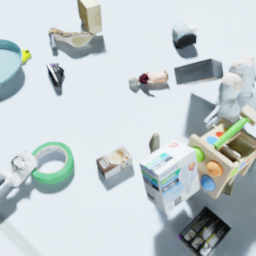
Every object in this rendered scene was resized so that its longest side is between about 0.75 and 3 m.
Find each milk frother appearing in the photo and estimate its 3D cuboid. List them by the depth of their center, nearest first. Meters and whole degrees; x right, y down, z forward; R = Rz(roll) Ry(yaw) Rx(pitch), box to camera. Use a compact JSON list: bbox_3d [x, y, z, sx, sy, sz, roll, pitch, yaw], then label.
[{"bbox_3d":[3.905,-1.019,9.451,1.690,1.590,1.525,21,57,16],"label":"milk frother"}]

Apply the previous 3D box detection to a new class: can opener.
[{"bbox_3d":[-3.563,1.689,7.997,0.636,0.802,2.415,38,63,-2],"label":"can opener"}]

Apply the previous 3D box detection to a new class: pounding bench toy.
[{"bbox_3d":[2.476,0.526,7.400,1.660,2.128,1.322,-26,52,-33],"label":"pounding bench toy"}]

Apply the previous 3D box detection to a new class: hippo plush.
[{"bbox_3d":[3.420,-0.743,7.630,1.810,1.793,2.251,29,89,22],"label":"hippo plush"}]

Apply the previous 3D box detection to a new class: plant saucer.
[{"bbox_3d":[-5.630,-2.483,11.235,2.921,0.400,2.921,-2,56,3],"label":"plant saucer"}]

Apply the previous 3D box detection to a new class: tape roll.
[{"bbox_3d":[-2.361,1.052,8.647,1.356,0.326,1.356,0,52,-1],"label":"tape roll"}]

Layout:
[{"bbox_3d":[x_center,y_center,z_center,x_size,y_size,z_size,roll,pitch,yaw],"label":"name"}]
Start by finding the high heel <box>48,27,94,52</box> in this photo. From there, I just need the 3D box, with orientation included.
[{"bbox_3d":[-2.591,-4.248,12.510,2.016,0.720,1.437,-16,60,-1],"label":"high heel"}]

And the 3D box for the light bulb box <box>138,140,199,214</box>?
[{"bbox_3d":[1.058,1.205,7.036,1.245,1.256,0.784,-29,32,-26],"label":"light bulb box"}]

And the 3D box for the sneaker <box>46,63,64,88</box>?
[{"bbox_3d":[-2.767,-2.156,11.064,0.604,0.523,1.380,-18,54,-20],"label":"sneaker"}]

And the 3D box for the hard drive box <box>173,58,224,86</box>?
[{"bbox_3d":[2.484,-1.896,9.688,1.296,0.639,1.663,-8,4,31],"label":"hard drive box"}]

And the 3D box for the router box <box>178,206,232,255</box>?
[{"bbox_3d":[2.000,2.752,7.331,1.151,0.294,0.858,-36,60,-25],"label":"router box"}]

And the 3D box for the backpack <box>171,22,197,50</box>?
[{"bbox_3d":[2.409,-4.127,12.432,0.998,0.757,1.196,-16,52,-10],"label":"backpack"}]

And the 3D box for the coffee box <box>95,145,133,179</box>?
[{"bbox_3d":[-0.424,1.041,8.607,1.000,0.399,0.572,-28,57,-20],"label":"coffee box"}]

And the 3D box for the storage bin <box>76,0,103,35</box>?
[{"bbox_3d":[-1.781,-5.257,12.895,0.664,1.406,1.416,-22,55,-16],"label":"storage bin"}]

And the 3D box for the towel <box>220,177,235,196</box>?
[{"bbox_3d":[2.473,1.237,8.471,1.481,0.266,1.538,21,45,11],"label":"towel"}]

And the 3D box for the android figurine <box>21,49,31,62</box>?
[{"bbox_3d":[-4.700,-3.080,11.961,1.043,0.214,0.950,-21,55,-18],"label":"android figurine"}]

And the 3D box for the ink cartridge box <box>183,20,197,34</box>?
[{"bbox_3d":[2.738,-4.679,13.138,0.558,0.315,0.762,-28,57,-20],"label":"ink cartridge box"}]

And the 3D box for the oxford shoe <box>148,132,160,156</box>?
[{"bbox_3d":[0.784,0.604,7.588,0.364,1.030,0.380,-21,36,-30],"label":"oxford shoe"}]

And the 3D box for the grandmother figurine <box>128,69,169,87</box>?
[{"bbox_3d":[0.772,-1.910,10.919,1.568,0.475,0.951,-11,27,-4],"label":"grandmother figurine"}]
